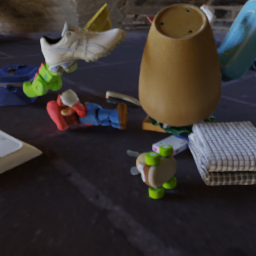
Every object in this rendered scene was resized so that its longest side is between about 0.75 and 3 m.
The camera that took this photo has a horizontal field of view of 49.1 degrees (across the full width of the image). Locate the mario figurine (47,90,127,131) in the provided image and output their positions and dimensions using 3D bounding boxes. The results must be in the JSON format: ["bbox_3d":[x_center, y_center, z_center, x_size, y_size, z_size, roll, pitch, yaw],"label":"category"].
[{"bbox_3d":[-1.515,-0.780,10.440,2.977,1.838,1.578,5,37,1],"label":"mario figurine"}]

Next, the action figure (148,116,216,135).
[{"bbox_3d":[2.254,-0.241,10.258,2.639,0.722,1.559,-2,28,-33],"label":"action figure"}]

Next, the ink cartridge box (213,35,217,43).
[{"bbox_3d":[2.261,-3.348,9.805,0.714,1.277,1.871,-42,34,-3],"label":"ink cartridge box"}]

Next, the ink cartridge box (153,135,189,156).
[{"bbox_3d":[1.463,0.574,9.201,1.186,0.249,0.708,-24,34,-37],"label":"ink cartridge box"}]

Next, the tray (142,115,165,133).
[{"bbox_3d":[1.232,-0.349,11.162,0.880,0.330,1.784,7,24,16],"label":"tray"}]

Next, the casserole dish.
[{"bbox_3d":[3.528,-2.774,8.525,0.555,2.861,1.733,24,19,-15],"label":"casserole dish"}]

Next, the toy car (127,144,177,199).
[{"bbox_3d":[0.476,1.015,7.322,1.350,1.109,1.065,9,24,43],"label":"toy car"}]

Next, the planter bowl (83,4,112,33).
[{"bbox_3d":[-1.229,-3.448,10.428,2.182,0.909,2.182,-41,22,20],"label":"planter bowl"}]

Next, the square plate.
[{"bbox_3d":[-4.529,0.769,8.619,2.652,0.377,2.627,18,30,34],"label":"square plate"}]

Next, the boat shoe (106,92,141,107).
[{"bbox_3d":[-0.218,-1.218,12.878,1.695,0.527,0.632,14,17,-7],"label":"boat shoe"}]

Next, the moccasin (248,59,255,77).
[{"bbox_3d":[4.778,-1.929,9.577,0.816,0.692,2.028,13,10,-26],"label":"moccasin"}]

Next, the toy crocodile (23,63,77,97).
[{"bbox_3d":[-2.556,-1.902,9.377,2.836,0.876,0.957,-38,-1,37],"label":"toy crocodile"}]

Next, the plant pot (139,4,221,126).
[{"bbox_3d":[1.478,-1.951,8.177,2.703,2.900,2.703,-5,59,8],"label":"plant pot"}]

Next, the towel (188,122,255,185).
[{"bbox_3d":[2.889,0.715,8.030,1.945,1.005,2.349,-2,26,-1],"label":"towel"}]

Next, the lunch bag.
[{"bbox_3d":[-5.403,-2.209,13.587,1.747,1.701,2.571,-2,24,-3],"label":"lunch bag"}]

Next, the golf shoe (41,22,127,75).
[{"bbox_3d":[-1.245,-2.355,7.581,2.366,1.150,0.927,-21,29,5],"label":"golf shoe"}]

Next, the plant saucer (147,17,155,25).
[{"bbox_3d":[1.804,-4.185,13.047,0.362,1.973,1.969,-37,-13,14],"label":"plant saucer"}]

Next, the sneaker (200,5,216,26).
[{"bbox_3d":[2.275,-3.285,8.212,0.451,0.388,1.065,30,40,-15],"label":"sneaker"}]
